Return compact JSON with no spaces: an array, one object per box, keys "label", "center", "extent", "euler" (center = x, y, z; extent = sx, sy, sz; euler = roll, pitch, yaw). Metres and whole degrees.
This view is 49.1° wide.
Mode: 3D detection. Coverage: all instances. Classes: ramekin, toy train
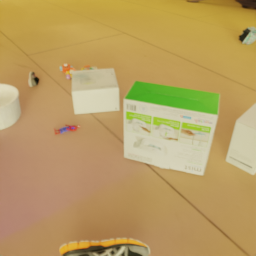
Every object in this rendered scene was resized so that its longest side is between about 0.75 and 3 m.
[{"label":"ramekin","center":[-5.204,-0.768,10.780],"extent":[2.098,1.023,2.098],"euler":[0,37,0]},{"label":"toy train","center":[-2.557,-3.035,14.232],"extent":[1.940,0.540,1.457],"euler":[-3,37,-3]}]

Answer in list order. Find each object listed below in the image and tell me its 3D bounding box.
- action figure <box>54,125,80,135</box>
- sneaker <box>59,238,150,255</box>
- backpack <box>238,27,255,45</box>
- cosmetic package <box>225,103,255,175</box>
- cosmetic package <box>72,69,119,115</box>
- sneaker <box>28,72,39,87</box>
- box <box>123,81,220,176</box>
[{"label":"action figure","center":[-2.254,0.029,10.393],"extent":[0.961,0.248,0.314],"euler":[-10,36,-18]},{"label":"sneaker","center":[-0.494,2.910,6.196],"extent":[1.996,0.781,0.771],"euler":[-4,57,-5]},{"label":"backpack","center":[7.649,-5.810,17.607],"extent":[1.110,0.985,0.836],"euler":[-28,66,-35]},{"label":"cosmetic package","center":[4.039,0.273,8.866],"extent":[1.006,1.636,1.631],"euler":[30,45,33]},{"label":"cosmetic package","center":[-1.391,-1.578,11.783],"extent":[1.845,1.138,1.851],"euler":[-6,39,-7]},{"label":"sneaker","center":[-4.490,-2.334,13.424],"extent":[0.479,0.404,1.095],"euler":[-5,41,-9]},{"label":"box","center":[1.255,0.027,8.625],"extent":[2.630,2.321,1.272],"euler":[11,39,15]}]
